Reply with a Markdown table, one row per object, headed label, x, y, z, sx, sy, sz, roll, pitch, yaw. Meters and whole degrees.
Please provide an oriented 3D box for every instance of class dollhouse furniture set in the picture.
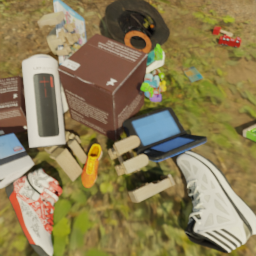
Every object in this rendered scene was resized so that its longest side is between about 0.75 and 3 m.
| label | x | y | z | sx | sy | sz | roll | pitch | yaw |
| --- | --- | --- | --- | --- | --- | --- | --- | --- | --- |
| dollhouse furniture set | -1.862 | 0.838 | 8.696 | 1.145 | 0.933 | 1.089 | 6 | 44 | 49 |
| dollhouse furniture set | 0.337 | 1.035 | 7.814 | 1.137 | 1.501 | 1.712 | -22 | 83 | -15 |
| dollhouse furniture set | -2.038 | -2.773 | 8.193 | 0.674 | 1.036 | 0.952 | 0 | 47 | 24 |

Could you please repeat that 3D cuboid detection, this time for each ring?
| label | x | y | z | sx | sy | sz | roll | pitch | yaw |
| --- | --- | --- | --- | --- | --- | --- | --- | --- | --- |
| ring | 0.375 | -3.183 | 10.392 | 1.036 | 0.099 | 1.036 | 7 | 64 | -15 |

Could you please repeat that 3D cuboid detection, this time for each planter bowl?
| label | x | y | z | sx | sy | sz | roll | pitch | yaw |
| --- | --- | --- | --- | --- | --- | --- | --- | --- | --- |
| planter bowl | -2.452 | -3.128 | 10.166 | 0.790 | 1.174 | 1.174 | -20 | 55 | 4 |

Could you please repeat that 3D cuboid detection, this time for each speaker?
| label | x | y | z | sx | sy | sz | roll | pitch | yaw |
| --- | --- | --- | --- | --- | --- | --- | --- | --- | --- |
| speaker | -2.453 | -0.710 | 8.147 | 1.025 | 1.025 | 2.524 | -5 | 87 | -4 |

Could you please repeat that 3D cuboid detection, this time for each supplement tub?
| label | x | y | z | sx | sy | sz | roll | pitch | yaw |
| --- | --- | --- | --- | --- | --- | --- | --- | --- | --- |
| supplement tub | -2.847 | -1.467 | 9.694 | 1.303 | 1.303 | 1.974 | -18 | 57 | -13 |

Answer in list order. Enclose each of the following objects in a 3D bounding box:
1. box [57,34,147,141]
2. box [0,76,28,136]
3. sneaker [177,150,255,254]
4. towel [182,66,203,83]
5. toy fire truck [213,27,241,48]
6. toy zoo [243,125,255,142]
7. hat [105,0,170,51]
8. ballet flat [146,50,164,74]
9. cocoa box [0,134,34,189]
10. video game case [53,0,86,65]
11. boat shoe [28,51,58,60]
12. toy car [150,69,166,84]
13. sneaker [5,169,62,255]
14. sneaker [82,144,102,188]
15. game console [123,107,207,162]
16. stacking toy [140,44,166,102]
| label | x | y | z | sx | sy | sz | roll | pitch | yaw |
| --- | --- | --- | --- | --- | --- | --- | --- | --- | --- |
| box | -0.702 | -1.236 | 8.875 | 1.944 | 2.344 | 1.924 | 27 | 58 | 18 |
| box | -3.948 | -0.716 | 9.205 | 1.214 | 1.202 | 1.464 | -11 | 55 | -8 |
| sneaker | 1.900 | 1.930 | 7.363 | 1.619 | 1.062 | 2.814 | -28 | 61 | -21 |
| towel | 2.507 | -2.082 | 10.900 | 0.551 | 0.081 | 0.751 | -18 | 55 | -13 |
| toy fire truck | 4.262 | -3.913 | 12.088 | 1.226 | 0.299 | 0.865 | 15 | 55 | 11 |
| toy zoo | 4.829 | 0.277 | 8.291 | 1.485 | 0.232 | 2.264 | -22 | 27 | -20 |
| hat | 0.200 | -3.944 | 11.455 | 2.912 | 1.175 | 2.912 | 11 | 61 | -20 |
| ballet flat | 0.397 | -2.094 | 10.412 | 2.240 | 0.778 | 0.778 | -30 | 58 | 1 |
| cocoa box | -3.541 | 0.992 | 7.183 | 1.083 | 1.101 | 1.651 | 54 | 24 | 5 |
| video game case | -1.819 | -2.897 | 9.220 | 0.191 | 1.534 | 2.143 | -11 | 81 | 23 |
| boat shoe | -3.301 | -2.591 | 10.725 | 0.462 | 0.540 | 1.474 | -16 | 11 | 31 |
| toy car | 0.860 | -1.750 | 10.311 | 0.795 | 0.628 | 0.653 | -28 | 40 | -12 |
| sneaker | -2.219 | 2.123 | 7.389 | 1.272 | 0.792 | 2.373 | -31 | 57 | -18 |
| sneaker | -1.105 | 1.090 | 8.211 | 0.478 | 0.506 | 1.311 | 7 | 68 | 7 |
| game console | 1.083 | 0.107 | 8.411 | 1.912 | 1.131 | 1.632 | -19 | 11 | -24 |
| stacking toy | 0.769 | -1.274 | 8.972 | 0.518 | 2.203 | 1.661 | 8 | 61 | 15 |
